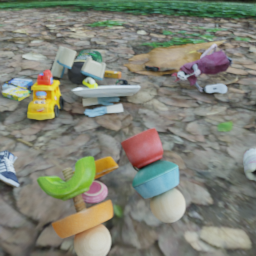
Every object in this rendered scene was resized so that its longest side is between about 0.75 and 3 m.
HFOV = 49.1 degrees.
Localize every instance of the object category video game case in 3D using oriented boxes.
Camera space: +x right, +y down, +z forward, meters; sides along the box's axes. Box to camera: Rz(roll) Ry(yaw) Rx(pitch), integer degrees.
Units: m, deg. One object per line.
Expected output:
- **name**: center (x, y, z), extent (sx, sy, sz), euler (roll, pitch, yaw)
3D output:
- **video game case**: center (-5.294, -2.050, 13.456), extent (0.961, 0.241, 1.061), euler (6, 32, 12)

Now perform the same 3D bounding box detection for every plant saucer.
- **plant saucer**: center (-0.924, 1.638, 7.320), extent (0.755, 0.191, 0.755), euler (0, 31, 0)

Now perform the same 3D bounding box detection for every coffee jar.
- **coffee jar**: center (-2.200, -3.166, 14.466), extent (1.361, 1.113, 2.609), euler (2, 31, 5)

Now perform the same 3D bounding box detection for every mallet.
- **mallet**: center (-4.999, -1.852, 12.799), extent (1.271, 0.262, 0.419), euler (11, 34, -19)

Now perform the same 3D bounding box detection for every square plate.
- **square plate**: center (-0.833, -1.552, 11.778), extent (2.640, 0.375, 2.615), euler (-3, 11, 1)

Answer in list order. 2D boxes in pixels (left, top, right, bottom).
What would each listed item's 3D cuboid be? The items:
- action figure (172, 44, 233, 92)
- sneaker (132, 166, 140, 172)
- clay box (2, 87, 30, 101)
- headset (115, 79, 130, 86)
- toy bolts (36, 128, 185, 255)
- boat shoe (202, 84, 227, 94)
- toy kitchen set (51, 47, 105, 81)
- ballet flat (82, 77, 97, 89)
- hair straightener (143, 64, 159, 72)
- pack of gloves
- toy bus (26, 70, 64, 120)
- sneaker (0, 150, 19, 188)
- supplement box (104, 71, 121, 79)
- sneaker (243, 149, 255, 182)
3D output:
- **action figure**: center (3.198, -2.816, 12.656), extent (2.662, 1.783, 1.982), euler (-16, 66, -2)
- **sneaker**: center (0.513, 1.179, 7.544), extent (1.073, 0.483, 0.375), euler (18, 52, -23)
- **clay box**: center (-4.967, -1.512, 12.503), extent (1.113, 0.265, 0.640), euler (17, 38, 23)
- **headset**: center (-0.212, -2.064, 13.241), extent (0.852, 0.526, 0.400), euler (14, 42, -33)
- **toy bolts**: center (-0.137, 1.489, 6.337), extent (2.788, 1.934, 2.663), euler (-25, -10, 4)
- **boat shoe**: center (3.932, -1.750, 12.829), extent (1.247, 0.436, 0.413), euler (-9, 6, -24)
- **toy kitchen set**: center (-2.494, -2.869, 13.755), extent (2.047, 1.505, 2.555), euler (18, 10, -24)
- **ballet flat**: center (-1.748, -2.082, 12.942), extent (0.445, 0.447, 1.332), euler (-13, 32, -24)
- **hair straightener**: center (1.191, -3.365, 15.649), extent (0.469, 0.249, 1.218), euler (-21, 37, -31)
- **pack of gloves**: center (-1.050, -0.837, 11.510), extent (1.570, 0.310, 1.319), euler (-9, 40, -5)
- **toy bus**: center (-3.212, -1.304, 10.774), extent (1.177, 1.665, 1.735), euler (2, 27, 0)
- **sneaker**: center (-3.291, 1.091, 7.713), extent (1.337, 0.469, 0.725), euler (21, 66, 35)
- **supplement box**: center (-0.822, -2.794, 14.653), extent (0.885, 0.294, 0.304), euler (11, 32, 16)
- **sneaker**: center (4.085, 1.290, 7.331), extent (2.218, 0.902, 0.978), euler (10, 32, 32)
